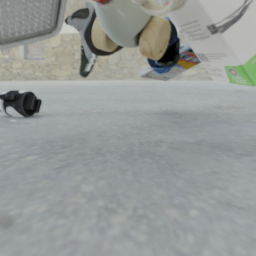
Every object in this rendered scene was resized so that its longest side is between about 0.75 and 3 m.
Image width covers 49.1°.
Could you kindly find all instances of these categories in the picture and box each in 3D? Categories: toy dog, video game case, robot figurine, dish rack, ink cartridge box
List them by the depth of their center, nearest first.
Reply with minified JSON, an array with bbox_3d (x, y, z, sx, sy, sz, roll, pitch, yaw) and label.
[{"bbox_3d":[-0.037,-2.178,4.241,1.881,1.373,2.851,20,-8,0],"label":"toy dog"},{"bbox_3d":[1.691,-1.920,5.229,0.910,2.167,1.577,-41,17,2],"label":"ink cartridge box"},{"bbox_3d":[-2.082,-2.468,5.559,1.739,0.441,2.026,-26,-13,-29],"label":"dish rack"},{"bbox_3d":[1.960,-2.459,10.242,2.750,0.240,1.966,-25,-13,37],"label":"video game case"},{"bbox_3d":[-4.033,-0.879,10.375,1.596,1.199,0.996,4,33,18],"label":"robot figurine"}]

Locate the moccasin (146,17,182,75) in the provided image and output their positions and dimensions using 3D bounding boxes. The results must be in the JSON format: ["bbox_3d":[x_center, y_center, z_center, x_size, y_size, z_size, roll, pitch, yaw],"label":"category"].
[{"bbox_3d":[1.036,-2.087,8.193,1.024,0.868,2.546,-30,-16,3],"label":"moccasin"}]

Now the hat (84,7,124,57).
[{"bbox_3d":[-0.247,-2.531,7.087,1.778,1.778,0.717,8,-6,35],"label":"hat"}]

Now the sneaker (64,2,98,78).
[{"bbox_3d":[-1.613,-3.152,9.810,1.477,2.557,0.959,21,2,-10],"label":"sneaker"}]
